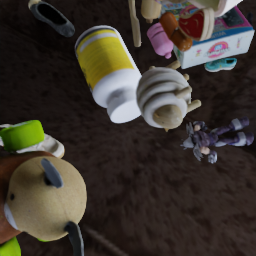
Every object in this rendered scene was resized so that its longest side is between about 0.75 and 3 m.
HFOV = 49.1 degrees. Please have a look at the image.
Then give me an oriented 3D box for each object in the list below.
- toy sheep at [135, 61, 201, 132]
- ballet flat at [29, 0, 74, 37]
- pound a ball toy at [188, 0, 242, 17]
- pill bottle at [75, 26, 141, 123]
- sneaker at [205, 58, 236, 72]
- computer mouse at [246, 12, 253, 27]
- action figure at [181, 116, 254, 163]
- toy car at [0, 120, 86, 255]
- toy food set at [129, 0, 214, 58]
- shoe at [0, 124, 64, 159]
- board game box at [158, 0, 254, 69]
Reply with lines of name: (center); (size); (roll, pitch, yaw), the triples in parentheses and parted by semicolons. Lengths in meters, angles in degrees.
toy sheep: (0.701, -0.672, 5.588); (1.197, 1.197, 1.736); (-6, 45, -3)
ballet flat: (-2.418, -3.593, 8.852); (1.991, 0.565, 0.662); (38, 70, 17)
pound a ball toy: (2.136, -2.639, 4.478); (2.634, 1.717, 1.119); (-37, 64, -16)
pill bottle: (-0.430, -1.392, 7.369); (1.349, 1.349, 2.408); (-20, 66, -9)
sneaker: (2.679, -1.884, 8.125); (0.919, 0.366, 0.356); (-10, 77, -3)
computer mouse: (3.383, -3.262, 8.820); (1.020, 0.235, 0.717); (0, 65, 16)
action figure: (2.180, 0.273, 7.026); (1.772, 0.615, 1.153); (-12, 72, -2)
toy car: (-1.301, 0.985, 3.641); (1.835, 2.326, 1.911); (-23, 103, -35)
toy food set: (0.705, -1.776, 4.477); (0.333, 1.344, 2.115); (-19, 25, -23)
shoe: (-2.559, 0.347, 6.995); (1.972, 0.526, 0.689); (15, 65, 7)
board game box: (2.116, -3.232, 8.359); (2.006, 0.874, 2.720); (-16, 61, -3)
